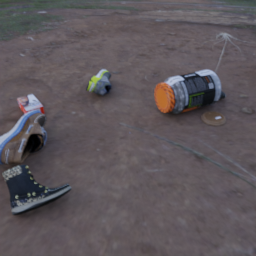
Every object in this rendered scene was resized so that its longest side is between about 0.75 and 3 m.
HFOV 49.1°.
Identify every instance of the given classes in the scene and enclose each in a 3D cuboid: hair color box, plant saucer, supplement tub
[{"bbox_3d":[-4.264,-0.951,12.233,0.733,0.423,1.322,-22,39,-28],"label":"hair color box"},{"bbox_3d":[3.559,-0.409,11.673,1.021,0.150,1.021,1,33,0],"label":"plant saucer"},{"bbox_3d":[2.530,-1.524,12.044,2.574,1.577,1.577,-15,36,-22],"label":"supplement tub"}]

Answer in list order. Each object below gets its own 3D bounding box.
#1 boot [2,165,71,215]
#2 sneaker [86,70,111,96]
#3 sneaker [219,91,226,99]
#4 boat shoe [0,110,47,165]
[{"bbox_3d":[-2.559,1.555,7.827,1.663,0.600,1.256,-20,73,-21],"label":"boot"},{"bbox_3d":[-1.248,-2.131,13.772,0.975,0.890,2.408,32,31,-2],"label":"sneaker"},{"bbox_3d":[3.968,-1.519,13.177,1.201,0.453,0.476,16,53,29],"label":"sneaker"},{"bbox_3d":[-3.450,0.385,9.761,1.070,1.068,2.957,16,34,4],"label":"boat shoe"}]
